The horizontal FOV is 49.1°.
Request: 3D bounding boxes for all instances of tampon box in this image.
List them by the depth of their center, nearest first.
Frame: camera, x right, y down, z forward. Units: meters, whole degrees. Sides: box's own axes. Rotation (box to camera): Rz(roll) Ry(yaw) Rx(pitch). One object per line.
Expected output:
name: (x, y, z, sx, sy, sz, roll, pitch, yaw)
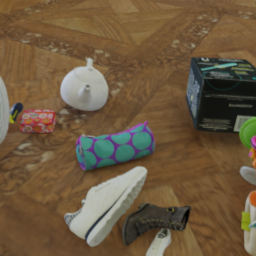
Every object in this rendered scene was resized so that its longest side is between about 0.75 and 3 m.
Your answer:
tampon box: (2.955, -1.121, 8.780, 1.910, 1.609, 2.549, 4, 27, 4)

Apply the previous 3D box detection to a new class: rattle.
rattle: (2.967, 1.886, 5.494, 1.408, 1.971, 1.283, 19, 55, 24)

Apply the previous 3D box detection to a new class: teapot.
teapot: (-1.421, -1.526, 9.596, 1.771, 1.294, 1.748, 36, 36, 26)

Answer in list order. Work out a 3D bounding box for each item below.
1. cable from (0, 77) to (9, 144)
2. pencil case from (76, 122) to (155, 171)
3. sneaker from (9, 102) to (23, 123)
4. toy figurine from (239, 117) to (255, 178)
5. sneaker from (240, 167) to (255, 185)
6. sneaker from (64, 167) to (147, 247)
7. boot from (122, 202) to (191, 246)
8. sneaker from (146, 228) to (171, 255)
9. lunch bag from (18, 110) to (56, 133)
cable: (-4.539, -0.492, 7.728, 1.008, 2.910, 2.911, -7, 70, -63)
pencil case: (-0.370, 0.501, 7.865, 2.129, 0.984, 0.906, -12, 2, -15)
sneaker: (-3.663, -0.484, 8.947, 0.345, 0.310, 0.838, -13, 41, 35)
toy figurine: (3.665, 1.005, 6.220, 2.630, 1.974, 2.421, 23, 38, 16)
sneaker: (3.569, 1.297, 7.463, 1.128, 0.417, 0.462, 25, 35, 17)
sneaker: (-0.422, 1.617, 6.672, 0.938, 0.890, 2.331, 29, 49, 26)
boot: (0.641, 2.046, 6.033, 1.213, 0.483, 1.394, -3, 23, 35)
sneaker: (0.628, 2.536, 5.997, 0.364, 0.383, 0.952, 17, 39, 22)
lunch bag: (-2.918, -0.269, 9.135, 1.094, 0.448, 0.964, 0, 38, -3)
